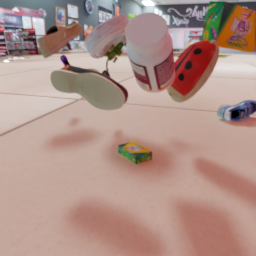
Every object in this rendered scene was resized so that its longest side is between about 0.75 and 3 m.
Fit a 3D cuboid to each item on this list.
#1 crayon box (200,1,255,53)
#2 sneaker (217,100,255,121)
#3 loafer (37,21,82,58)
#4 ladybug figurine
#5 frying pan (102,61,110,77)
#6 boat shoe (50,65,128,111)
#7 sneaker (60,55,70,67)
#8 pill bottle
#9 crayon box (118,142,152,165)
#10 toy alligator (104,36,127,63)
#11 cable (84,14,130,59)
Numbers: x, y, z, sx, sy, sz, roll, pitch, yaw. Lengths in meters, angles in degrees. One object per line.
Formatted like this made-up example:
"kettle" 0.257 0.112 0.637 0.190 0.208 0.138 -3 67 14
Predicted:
"crayon box" 3.874 -3.685 10.410 2.492 1.480 0.726 -5 23 -35
"sneaker" 4.754 -0.676 11.783 1.913 0.707 0.787 -13 21 -12
"loafer" -2.952 -4.068 12.191 1.029 0.929 2.720 -9 36 35
"ladybug figurine" 1.888 -1.797 8.655 0.797 2.214 1.503 21 30 -24
"frying pan" -0.852 -2.241 11.616 0.166 0.618 1.022 3 59 27
"boat shoe" -0.920 -1.089 7.109 2.411 0.858 0.754 19 30 32
"sneaker" -2.832 -2.960 13.019 0.325 0.936 0.466 -37 54 -16
"pill bottle" 0.570 -1.798 6.975 1.126 1.126 1.971 5 -20 13
"crayon box" 0.192 0.728 8.303 0.575 0.282 0.968 -13 23 -33
"toy alligator" -0.478 -3.020 10.920 0.521 1.573 0.378 34 49 -12
"cable" -0.745 -3.551 10.946 2.072 0.717 2.072 -34 -1 23
